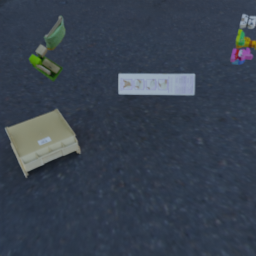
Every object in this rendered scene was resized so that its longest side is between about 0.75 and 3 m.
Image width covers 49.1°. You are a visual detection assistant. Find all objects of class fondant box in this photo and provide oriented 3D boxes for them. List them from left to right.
[{"bbox_3d":[0.907,-1.372,8.942,2.246,0.654,1.620,0,8,7],"label":"fondant box"}]

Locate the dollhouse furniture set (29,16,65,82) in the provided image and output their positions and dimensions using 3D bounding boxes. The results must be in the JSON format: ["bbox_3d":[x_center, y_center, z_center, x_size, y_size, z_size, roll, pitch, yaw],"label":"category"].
[{"bbox_3d":[-2.070,-2.265,8.146,0.775,1.011,1.543,34,81,-11],"label":"dollhouse furniture set"}]

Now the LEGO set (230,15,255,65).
[{"bbox_3d":[3.602,-2.490,8.352,0.727,0.676,1.772,12,66,23],"label":"LEGO set"}]

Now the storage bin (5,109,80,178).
[{"bbox_3d":[-2.744,0.469,9.086,1.825,0.855,1.812,-23,48,-23],"label":"storage bin"}]
